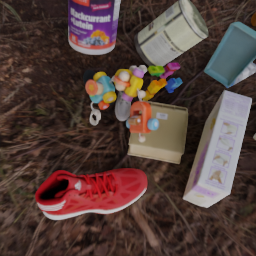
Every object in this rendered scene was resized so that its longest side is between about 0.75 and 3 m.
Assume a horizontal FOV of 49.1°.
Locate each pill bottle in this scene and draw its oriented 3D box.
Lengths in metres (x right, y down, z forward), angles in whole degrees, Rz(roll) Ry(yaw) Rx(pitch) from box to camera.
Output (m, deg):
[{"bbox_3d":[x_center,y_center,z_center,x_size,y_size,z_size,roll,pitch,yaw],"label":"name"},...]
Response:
[{"bbox_3d":[-1.018,-3.762,8.380,1.531,2.748,1.531,6,43,-5],"label":"pill bottle"}]

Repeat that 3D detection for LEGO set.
[{"bbox_3d":[0.765,-1.302,8.275,2.129,0.874,0.812,-15,71,-44],"label":"LEGO set"}]

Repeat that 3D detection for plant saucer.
[{"bbox_3d":[2.805,-1.893,7.578,0.944,2.701,0.256,36,81,8],"label":"plant saucer"}]

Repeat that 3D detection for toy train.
[{"bbox_3d":[-0.358,-0.647,7.375,2.480,0.690,1.863,9,96,40],"label":"toy train"}]

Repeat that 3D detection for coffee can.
[{"bbox_3d":[1.270,-2.773,8.405,1.793,1.312,1.312,-29,60,36],"label":"coffee can"}]

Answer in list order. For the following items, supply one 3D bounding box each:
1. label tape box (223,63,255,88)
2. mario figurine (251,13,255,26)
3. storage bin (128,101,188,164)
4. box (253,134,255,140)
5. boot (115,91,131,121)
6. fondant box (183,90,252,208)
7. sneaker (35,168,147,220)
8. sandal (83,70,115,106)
[{"bbox_3d":[3.377,-1.843,8.909,1.052,0.348,0.754,-29,59,-5],"label":"label tape box"},{"bbox_3d":[5.626,-3.749,9.751,2.385,1.264,1.472,-15,102,4],"label":"mario figurine"},{"bbox_3d":[0.856,0.086,7.942,1.492,0.699,1.482,10,65,5],"label":"storage bin"},{"bbox_3d":[4.974,0.583,7.507,1.278,1.046,2.692,-39,71,-16],"label":"box"},{"bbox_3d":[-0.159,-0.942,8.387,0.505,0.656,1.372,0,64,8],"label":"boot"},{"bbox_3d":[2.215,0.586,7.091,0.731,1.811,2.510,18,67,8],"label":"fondant box"},{"bbox_3d":[-0.817,1.513,6.737,2.808,1.622,1.100,-18,68,-9],"label":"sneaker"},{"bbox_3d":[-0.945,-1.193,8.679,0.507,0.323,1.348,-35,82,-16],"label":"sandal"}]
